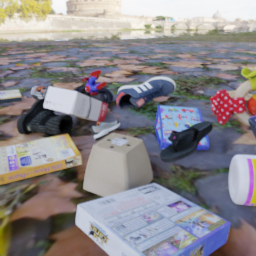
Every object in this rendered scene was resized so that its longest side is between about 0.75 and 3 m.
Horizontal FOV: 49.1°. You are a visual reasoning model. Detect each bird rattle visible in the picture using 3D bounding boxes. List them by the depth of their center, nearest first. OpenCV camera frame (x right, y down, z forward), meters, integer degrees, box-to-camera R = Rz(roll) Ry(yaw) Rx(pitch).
[{"bbox_3d":[4.825,-1.082,10.955,2.414,2.961,1.668,44,0,9],"label":"bird rattle"}]

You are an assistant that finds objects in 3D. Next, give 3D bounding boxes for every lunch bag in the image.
[{"bbox_3d":[1.839,0.126,9.757,1.581,0.988,2.100,4,30,-2],"label":"lunch bag"}]

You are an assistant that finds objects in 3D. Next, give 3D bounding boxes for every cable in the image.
[{"bbox_3d":[-1.990,-1.364,13.769,2.134,0.664,2.616,19,33,22],"label":"cable"}]

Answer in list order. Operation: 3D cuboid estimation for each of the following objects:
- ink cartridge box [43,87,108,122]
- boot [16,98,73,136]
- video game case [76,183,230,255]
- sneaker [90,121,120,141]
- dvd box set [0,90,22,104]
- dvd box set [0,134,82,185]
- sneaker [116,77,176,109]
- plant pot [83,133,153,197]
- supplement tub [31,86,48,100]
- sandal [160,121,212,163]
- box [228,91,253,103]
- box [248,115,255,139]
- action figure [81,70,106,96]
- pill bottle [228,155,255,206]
[{"bbox_3d":[-2.020,-0.886,11.063,1.520,0.858,2.071,14,-1,29],"label":"ink cartridge box"},{"bbox_3d":[-2.929,-0.423,10.878,1.799,0.905,2.406,-2,32,14],"label":"boot"},{"bbox_3d":[0.483,1.852,5.351,2.218,0.504,2.010,-4,17,-43],"label":"video game case"},{"bbox_3d":[-0.797,-0.044,10.242,0.519,0.557,1.405,-32,-3,41],"label":"sneaker"},{"bbox_3d":[-6.351,-1.662,14.830,1.257,0.253,1.718,-10,24,-24],"label":"dvd box set"},{"bbox_3d":[-2.759,0.862,8.408,2.376,0.349,1.738,-12,26,-22],"label":"dvd box set"},{"bbox_3d":[0.770,-1.455,12.950,2.906,1.089,1.228,-12,41,27],"label":"sneaker"},{"bbox_3d":[-0.249,0.925,7.253,1.397,1.238,1.399,13,27,28],"label":"plant pot"},{"bbox_3d":[-4.382,-1.764,14.491,1.148,0.703,0.703,11,25,25],"label":"supplement tub"},{"bbox_3d":[1.396,0.206,6.985,0.859,0.547,2.286,-13,14,37],"label":"sandal"},{"bbox_3d":[5.949,-1.659,14.916,1.426,0.186,1.744,-7,24,-17],"label":"box"},{"bbox_3d":[4.703,-0.108,7.632,2.319,1.210,1.716,-26,1,17],"label":"box"},{"bbox_3d":[-1.676,-1.992,13.073,0.734,0.929,2.840,-30,6,-12],"label":"action figure"},{"bbox_3d":[3.600,1.273,6.484,2.256,1.176,1.176,3,23,8],"label":"pill bottle"}]
